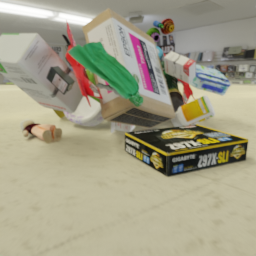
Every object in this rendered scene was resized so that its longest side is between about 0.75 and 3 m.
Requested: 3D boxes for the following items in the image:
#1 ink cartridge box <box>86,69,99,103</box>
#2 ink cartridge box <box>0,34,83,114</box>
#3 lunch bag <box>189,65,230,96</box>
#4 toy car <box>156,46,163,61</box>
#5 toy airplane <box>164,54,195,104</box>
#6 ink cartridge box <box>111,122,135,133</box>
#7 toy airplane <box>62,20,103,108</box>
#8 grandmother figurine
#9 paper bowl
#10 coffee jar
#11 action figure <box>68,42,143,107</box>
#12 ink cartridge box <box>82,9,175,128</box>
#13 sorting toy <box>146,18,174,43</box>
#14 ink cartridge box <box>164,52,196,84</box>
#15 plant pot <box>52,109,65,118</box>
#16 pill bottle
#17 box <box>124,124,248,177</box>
[{"bbox_3d":[-0.479,-1.369,8.793,0.696,1.357,1.836,-13,-26,33],"label":"ink cartridge box"},{"bbox_3d":[-2.286,-1.357,7.206,1.528,0.880,2.094,14,-22,35],"label":"ink cartridge box"},{"bbox_3d":[2.810,-1.696,9.887,1.431,0.590,1.151,12,35,-15],"label":"lunch bag"},{"bbox_3d":[-0.188,-2.285,10.629,2.236,2.061,1.977,28,51,-6],"label":"toy car"},{"bbox_3d":[2.055,-1.865,10.715,0.432,2.351,2.351,-24,3,19],"label":"toy airplane"},{"bbox_3d":[-0.005,-0.474,9.126,0.562,0.954,1.657,10,23,16],"label":"ink cartridge box"},{"bbox_3d":[-1.171,-1.395,6.805,0.403,2.188,2.188,-24,15,-6],"label":"toy airplane"},{"bbox_3d":[-2.599,0.045,8.158,1.709,0.518,1.037,14,8,41],"label":"grandmother figurine"},{"bbox_3d":[-1.331,-0.992,9.834,1.903,1.903,0.990,6,-6,29],"label":"paper bowl"},{"bbox_3d":[1.503,-1.569,11.294,1.179,2.262,0.965,-27,-41,25],"label":"coffee jar"},{"bbox_3d":[-0.346,-1.084,5.888,1.751,0.479,1.034,44,47,9],"label":"action figure"},{"bbox_3d":[0.086,-1.501,7.778,1.037,2.760,2.274,-23,-17,30],"label":"ink cartridge box"},{"bbox_3d":[1.107,-3.218,9.320,1.116,0.670,0.458,-39,43,-1],"label":"sorting toy"},{"bbox_3d":[1.544,-1.810,8.361,0.886,0.650,0.367,33,68,29],"label":"ink cartridge box"},{"bbox_3d":[-2.618,-1.421,11.028,1.366,1.366,1.205,-28,-22,6],"label":"plant pot"},{"bbox_3d":[2.014,-0.455,8.863,1.277,0.709,0.709,-25,2,21],"label":"pill bottle"},{"bbox_3d":[1.247,0.403,6.240,2.148,0.530,1.715,-6,16,-26],"label":"box"}]
